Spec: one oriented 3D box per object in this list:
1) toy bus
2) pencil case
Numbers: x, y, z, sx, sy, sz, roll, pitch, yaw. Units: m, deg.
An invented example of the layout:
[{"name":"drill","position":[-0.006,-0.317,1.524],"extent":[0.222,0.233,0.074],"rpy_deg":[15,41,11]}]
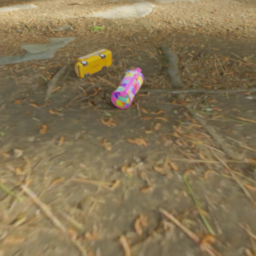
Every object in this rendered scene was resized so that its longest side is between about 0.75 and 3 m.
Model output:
[{"name":"toy bus","position":[-1.947,-3.580,15.429],"extent":[0.949,0.789,2.424],"rpy_deg":[29,46,33]},{"name":"pencil case","position":[0.002,-1.856,12.965],"extent":[1.030,1.030,2.330],"rpy_deg":[10,41,13]}]
